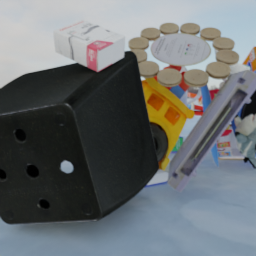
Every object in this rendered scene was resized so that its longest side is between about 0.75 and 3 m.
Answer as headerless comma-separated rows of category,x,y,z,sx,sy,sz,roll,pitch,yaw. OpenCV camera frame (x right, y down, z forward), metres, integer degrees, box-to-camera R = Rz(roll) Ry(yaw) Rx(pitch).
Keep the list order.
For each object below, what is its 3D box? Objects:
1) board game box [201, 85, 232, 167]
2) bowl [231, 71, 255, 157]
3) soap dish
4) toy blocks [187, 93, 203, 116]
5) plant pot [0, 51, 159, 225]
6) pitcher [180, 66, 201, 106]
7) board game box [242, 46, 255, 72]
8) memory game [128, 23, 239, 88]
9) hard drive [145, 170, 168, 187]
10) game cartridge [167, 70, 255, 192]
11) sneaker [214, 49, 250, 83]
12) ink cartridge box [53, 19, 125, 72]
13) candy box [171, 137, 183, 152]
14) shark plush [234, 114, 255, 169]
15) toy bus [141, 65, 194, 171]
board game box,2.287,-0.271,7.181,0.477,2.448,1.934,-10,34,10
bowl,4.044,-0.318,6.960,2.801,2.801,0.550,1,18,9
soap dish,3.153,0.365,7.974,1.305,1.027,0.530,-2,11,10
toy blocks,2.934,-1.049,11.923,1.874,0.681,1.562,8,45,-7
plant pot,-0.909,0.207,4.106,2.151,2.146,1.908,-8,16,18
pitcher,1.535,-0.930,8.669,1.486,1.732,1.050,30,-12,-20
board game box,4.310,-1.077,8.036,1.843,1.841,1.841,-1,-16,3
memory game,1.118,-1.622,5.961,2.407,0.153,2.407,-2,48,2
hard drive,-0.160,0.982,6.356,1.262,0.243,1.913,-5,8,-28
game cartridge,1.483,0.014,5.132,0.430,2.239,1.451,34,13,8
sneaker,2.573,-1.407,6.772,0.674,1.522,0.573,-20,-31,14
ink cartridge box,-0.504,-1.081,3.619,0.763,0.316,0.559,29,47,23
candy box,0.969,0.516,9.394,1.360,0.524,1.150,-4,6,-24
shark plush,2.886,0.402,6.497,0.674,1.617,0.735,-7,25,23
toy bus,0.222,-0.635,6.477,2.603,2.499,1.766,36,-4,-18
